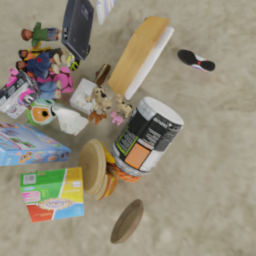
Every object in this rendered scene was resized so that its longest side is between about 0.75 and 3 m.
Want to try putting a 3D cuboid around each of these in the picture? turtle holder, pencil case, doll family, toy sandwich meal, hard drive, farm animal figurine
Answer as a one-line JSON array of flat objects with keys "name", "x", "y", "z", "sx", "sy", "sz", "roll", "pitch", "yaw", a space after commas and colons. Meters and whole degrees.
[{"name": "turtle holder", "x": -2.982, "y": -0.587, "z": 10.037, "sx": 0.958, "sy": 1.349, "sz": 1.025, "roll": -2, "pitch": 84, "yaw": 17}, {"name": "pencil case", "x": -3.138, "y": -1.737, "z": 10.186, "sx": 2.215, "sy": 1.005, "sz": 1.037, "roll": -7, "pitch": 115, "yaw": -17}, {"name": "doll family", "x": -2.995, "y": -2.055, "z": 9.151, "sx": 1.725, "sy": 1.171, "sz": 2.984, "roll": 0, "pitch": 61, "yaw": 4}, {"name": "toy sandwich meal", "x": -0.993, "y": 1.300, "z": 9.051, "sx": 0.673, "sy": 1.965, "sz": 1.965, "roll": 7, "pitch": 69, "yaw": -33}, {"name": "hard drive", "x": -1.591, "y": -3.265, "z": 8.893, "sx": 0.412, "sy": 1.314, "sz": 1.948, "roll": 5, "pitch": 78, "yaw": 16}, {"name": "farm animal figurine", "x": -0.518, "y": -0.611, "z": 6.739, "sx": 1.161, "sy": 0.605, "sz": 1.148, "roll": -19, "pitch": 58, "yaw": -43}]

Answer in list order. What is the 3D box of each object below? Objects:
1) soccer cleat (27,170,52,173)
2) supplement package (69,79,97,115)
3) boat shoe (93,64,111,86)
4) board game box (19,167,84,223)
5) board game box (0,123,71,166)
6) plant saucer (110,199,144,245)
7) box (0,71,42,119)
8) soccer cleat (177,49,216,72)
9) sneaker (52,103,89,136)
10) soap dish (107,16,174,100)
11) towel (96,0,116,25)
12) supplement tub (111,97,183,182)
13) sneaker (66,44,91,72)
[{"name": "soccer cleat", "x": -2.369, "y": 1.831, "z": 8.756, "sx": 0.759, "sy": 2.211, "sz": 0.942, "roll": -4, "pitch": 77, "yaw": 23}, {"name": "supplement package", "x": -1.518, "y": -1.127, "z": 10.202, "sx": 0.784, "sy": 0.558, "sz": 1.006, "roll": 26, "pitch": 76, "yaw": 3}, {"name": "boat shoe", "x": -1.085, "y": -2.048, "z": 10.924, "sx": 0.379, "sy": 0.380, "sz": 1.054, "roll": 25, "pitch": 84, "yaw": 39}, {"name": "board game box", "x": -2.121, "y": 1.994, "z": 8.149, "sx": 1.622, "sy": 2.120, "sz": 0.427, "roll": -5, "pitch": 48, "yaw": -11}, {"name": "board game box", "x": -3.409, "y": 0.425, "z": 8.619, "sx": 2.112, "sy": 2.792, "sz": 0.511, "roll": 26, "pitch": 97, "yaw": 23}, {"name": "plant saucer", "x": -0.008, "y": 2.485, "z": 7.386, "sx": 0.197, "sy": 1.338, "sz": 1.338, "roll": 38, "pitch": 76, "yaw": -8}, {"name": "box", "x": -3.144, "y": -0.934, "z": 8.016, "sx": 1.118, "sy": 0.641, "sz": 0.738, "roll": -41, "pitch": 49, "yaw": 6}, {"name": "soccer cleat", "x": 2.585, "y": -2.560, "z": 10.828, "sx": 1.558, "sy": 0.570, "sz": 0.531, "roll": 21, "pitch": 97, "yaw": -4}, {"name": "sneaker", "x": -1.976, "y": -0.220, "z": 9.423, "sx": 0.703, "sy": 2.000, "sz": 0.801, "roll": 27, "pitch": 83, "yaw": 21}, {"name": "soap dish", "x": 0.369, "y": -2.366, "z": 9.387, "sx": 1.030, "sy": 2.536, "sz": 1.995, "roll": 32, "pitch": 44, "yaw": -4}, {"name": "towel", "x": -0.672, "y": -4.025, "z": 9.018, "sx": 0.145, "sy": 0.893, "sz": 1.216, "roll": 22, "pitch": 66, "yaw": 11}, {"name": "supplement tub", "x": 0.479, "y": 0.420, "z": 8.984, "sx": 1.546, "sy": 1.546, "sz": 2.523, "roll": 38, "pitch": 110, "yaw": 11}, {"name": "sneaker", "x": -1.955, "y": -2.757, "z": 10.571, "sx": 1.421, "sy": 0.536, "sz": 0.543, "roll": -38, "pitch": 68, "yaw": 33}]
